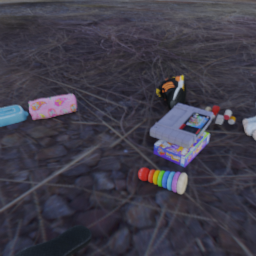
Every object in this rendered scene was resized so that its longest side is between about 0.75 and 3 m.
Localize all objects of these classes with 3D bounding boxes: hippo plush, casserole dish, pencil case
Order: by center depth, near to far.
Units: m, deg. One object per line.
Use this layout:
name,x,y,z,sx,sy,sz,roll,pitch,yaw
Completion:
hippo plush,5.243,-0.356,10.440,1.433,1.447,1.799,-25,40,-34
casserole dish,-5.187,-0.511,11.736,1.879,0.365,1.138,-16,36,-25
pencil case,-3.183,-0.914,11.961,1.976,0.864,0.864,-16,35,-24

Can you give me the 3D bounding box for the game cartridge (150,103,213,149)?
game cartridge,2.056,-0.167,10.370,1.561,0.462,2.408,15,35,30

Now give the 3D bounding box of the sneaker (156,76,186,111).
sneaker,1.898,-1.521,12.902,1.341,1.043,2.981,-4,29,21

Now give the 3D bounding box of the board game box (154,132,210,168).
board game box,1.930,0.555,9.974,1.226,0.408,1.823,22,38,31

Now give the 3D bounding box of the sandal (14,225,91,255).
sandal,-1.688,2.894,6.284,2.041,0.488,0.767,-13,31,-42

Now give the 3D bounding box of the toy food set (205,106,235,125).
toy food set,3.534,-0.404,11.298,1.445,0.690,0.650,18,51,22

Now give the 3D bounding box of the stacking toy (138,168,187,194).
stacking toy,0.985,1.491,8.370,1.451,0.620,0.620,12,34,26
